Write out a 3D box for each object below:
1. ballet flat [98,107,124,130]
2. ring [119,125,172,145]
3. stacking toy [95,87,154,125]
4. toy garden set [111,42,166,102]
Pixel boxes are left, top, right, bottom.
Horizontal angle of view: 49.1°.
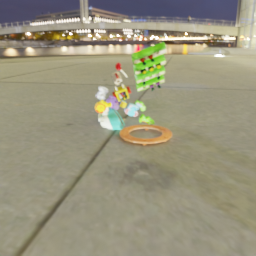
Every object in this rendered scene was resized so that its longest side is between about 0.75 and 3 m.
[{"bbox_3d":[-0.639,-0.289,9.451,0.697,0.667,1.982,-23,20,-5],"label":"ballet flat"},{"bbox_3d":[0.535,0.209,8.532,1.589,0.153,1.589,0,19,0],"label":"ring"},{"bbox_3d":[-0.183,-0.690,9.556,2.005,0.471,1.512,19,22,-16],"label":"stacking toy"},{"bbox_3d":[0.402,-2.012,11.347,2.404,0.575,2.884,-20,-18,0],"label":"toy garden set"}]
